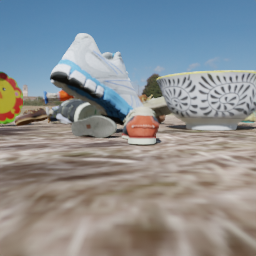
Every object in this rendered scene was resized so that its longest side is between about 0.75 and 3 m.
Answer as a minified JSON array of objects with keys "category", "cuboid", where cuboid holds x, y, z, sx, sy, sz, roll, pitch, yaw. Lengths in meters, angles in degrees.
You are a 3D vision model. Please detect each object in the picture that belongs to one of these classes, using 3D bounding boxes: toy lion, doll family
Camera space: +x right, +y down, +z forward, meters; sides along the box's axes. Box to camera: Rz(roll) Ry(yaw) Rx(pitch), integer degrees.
[{"category":"toy lion","cuboid":[-4.444,-1.041,8.593,0.850,2.373,2.476,-12,27,30]},{"category":"doll family","cuboid":[-2.544,-0.666,12.050,1.830,1.328,2.948,-8,-13,-15]}]

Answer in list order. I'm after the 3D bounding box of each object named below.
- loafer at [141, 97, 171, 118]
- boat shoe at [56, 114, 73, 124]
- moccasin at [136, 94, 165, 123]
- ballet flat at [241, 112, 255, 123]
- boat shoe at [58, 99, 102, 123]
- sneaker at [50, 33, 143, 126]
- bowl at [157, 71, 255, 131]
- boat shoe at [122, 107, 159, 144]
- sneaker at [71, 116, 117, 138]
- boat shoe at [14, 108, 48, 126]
[{"category":"loafer","cuboid":[0.860,-0.730,10.553,1.859,0.703,0.635,-7,42,25]},{"category":"boat shoe","cuboid":[-2.268,-0.304,10.632,0.957,0.352,0.313,17,-33,28]},{"category":"moccasin","cuboid":[0.508,-1.074,11.860,2.541,0.981,0.929,39,26,23]},{"category":"ballet flat","cuboid":[3.670,-0.427,10.029,1.676,0.593,0.593,-1,2,32]},{"category":"boat shoe","cuboid":[-1.364,-0.607,9.679,0.900,0.956,2.661,14,10,20]},{"category":"sneaker","cuboid":[-0.246,-0.901,6.112,1.117,1.291,2.979,9,-17,35]},{"category":"bowl","cuboid":[2.198,-0.638,7.381,2.882,1.352,2.882,0,4,0]},{"category":"boat shoe","cuboid":[0.180,-0.052,4.494,0.576,0.507,1.620,-2,2,-1]},{"category":"sneaker","cuboid":[-0.518,-0.041,5.219,1.031,0.385,0.547,1,5,37]},{"category":"boat shoe","cuboid":[-2.990,-0.360,8.555,0.405,0.404,1.150,-31,-5,31]}]
